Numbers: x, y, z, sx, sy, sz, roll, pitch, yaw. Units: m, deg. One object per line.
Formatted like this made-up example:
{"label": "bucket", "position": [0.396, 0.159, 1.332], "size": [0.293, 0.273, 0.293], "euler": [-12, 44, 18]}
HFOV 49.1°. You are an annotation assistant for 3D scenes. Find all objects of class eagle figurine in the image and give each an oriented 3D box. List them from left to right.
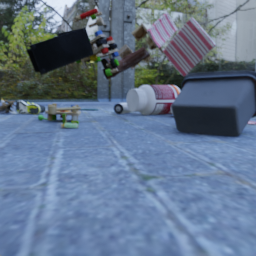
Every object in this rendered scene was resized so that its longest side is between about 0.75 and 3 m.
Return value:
{"label": "eagle figurine", "position": [-7.347, -1.167, 16.416], "size": [1.525, 1.151, 1.157], "euler": [-28, -44, 15]}

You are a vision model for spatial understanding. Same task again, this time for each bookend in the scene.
{"label": "bookend", "position": [-2.466, -2.469, 9.061], "size": [1.893, 0.877, 1.905], "euler": [-31, 27, -30]}

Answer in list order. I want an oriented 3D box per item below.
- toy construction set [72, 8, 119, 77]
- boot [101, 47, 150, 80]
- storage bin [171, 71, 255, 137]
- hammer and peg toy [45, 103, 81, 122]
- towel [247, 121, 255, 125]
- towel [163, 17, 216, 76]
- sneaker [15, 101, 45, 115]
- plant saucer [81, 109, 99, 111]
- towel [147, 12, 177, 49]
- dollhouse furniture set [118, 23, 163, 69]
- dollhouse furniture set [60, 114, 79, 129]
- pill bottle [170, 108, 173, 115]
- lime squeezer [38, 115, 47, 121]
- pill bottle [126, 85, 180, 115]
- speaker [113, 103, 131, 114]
{"label": "toy construction set", "position": [-1.617, -3.409, 11.530], "size": [1.868, 2.432, 2.028], "euler": [-15, 31, 14]}
{"label": "boot", "position": [-0.028, -3.213, 13.039], "size": [2.426, 0.779, 2.261], "euler": [-27, 2, -6]}
{"label": "storage bin", "position": [2.689, -0.573, 8.882], "size": [2.566, 1.867, 1.723], "euler": [6, 37, 37]}
{"label": "hammer and peg toy", "position": [-2.774, -0.627, 12.085], "size": [1.486, 0.712, 2.020], "euler": [4, 7, -7]}
{"label": "towel", "position": [4.972, -0.197, 11.319], "size": [0.763, 0.087, 0.550], "euler": [-7, 10, -44]}
{"label": "towel", "position": [2.918, -3.875, 13.652], "size": [0.365, 1.784, 2.438], "euler": [-31, -9, -41]}
{"label": "sneaker", "position": [-5.737, -1.110, 16.432], "size": [2.053, 0.764, 0.869], "euler": [14, 7, 28]}
{"label": "plant saucer", "position": [-2.710, -1.264, 19.548], "size": [1.291, 0.123, 0.452], "euler": [3, 8, 25]}
{"label": "towel", "position": [1.542, -4.332, 12.439], "size": [1.347, 0.986, 0.202], "euler": [-46, 27, -10]}
{"label": "dollhouse furniture set", "position": [0.737, -3.940, 14.970], "size": [1.979, 1.613, 1.882], "euler": [-38, -34, 12]}
{"label": "dollhouse furniture set", "position": [-2.117, -0.253, 10.227], "size": [0.609, 0.467, 0.930], "euler": [-1, 7, -7]}
{"label": "pill bottle", "position": [2.673, -1.022, 14.574], "size": [0.899, 0.899, 1.601], "euler": [1, 7, 10]}
{"label": "lime squeezer", "position": [-3.920, -0.472, 12.866], "size": [0.473, 0.253, 1.340], "euler": [-4, 8, -31]}
{"label": "pill bottle", "position": [1.485, -1.596, 15.935], "size": [2.986, 1.687, 1.687], "euler": [-4, 8, -33]}
{"label": "speaker", "position": [-0.259, -1.183, 16.850], "size": [0.639, 0.639, 1.573], "euler": [3, 8, 23]}
